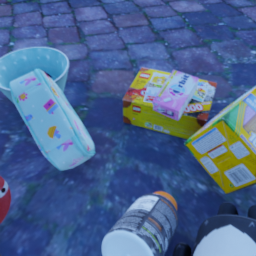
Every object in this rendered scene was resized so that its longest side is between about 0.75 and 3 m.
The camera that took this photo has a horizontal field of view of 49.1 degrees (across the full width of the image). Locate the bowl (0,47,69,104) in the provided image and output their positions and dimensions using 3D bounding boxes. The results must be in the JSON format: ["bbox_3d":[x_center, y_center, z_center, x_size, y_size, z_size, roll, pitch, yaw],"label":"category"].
[{"bbox_3d":[-3.151,-1.527,9.436,2.478,1.296,2.478,0,45,0],"label":"bowl"}]

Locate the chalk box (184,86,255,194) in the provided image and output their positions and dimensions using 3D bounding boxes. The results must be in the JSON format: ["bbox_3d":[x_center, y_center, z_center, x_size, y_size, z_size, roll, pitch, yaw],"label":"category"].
[{"bbox_3d":[3.083,0.052,6.961,2.677,1.666,1.657,-36,82,-31],"label":"chalk box"}]

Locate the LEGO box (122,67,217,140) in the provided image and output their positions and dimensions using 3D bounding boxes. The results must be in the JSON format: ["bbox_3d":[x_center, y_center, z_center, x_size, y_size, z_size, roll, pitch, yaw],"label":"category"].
[{"bbox_3d":[1.325,-0.809,8.953,2.544,0.982,1.895,15,48,14],"label":"LEGO box"}]

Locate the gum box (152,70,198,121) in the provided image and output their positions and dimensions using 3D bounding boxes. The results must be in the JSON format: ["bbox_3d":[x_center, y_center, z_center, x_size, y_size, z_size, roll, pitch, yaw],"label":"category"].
[{"bbox_3d":[1.331,-0.916,7.930,0.793,0.462,1.397,24,63,21],"label":"gum box"}]

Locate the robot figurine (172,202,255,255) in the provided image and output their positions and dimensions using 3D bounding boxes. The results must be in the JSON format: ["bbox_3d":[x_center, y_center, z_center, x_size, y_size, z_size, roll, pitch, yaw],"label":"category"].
[{"bbox_3d":[1.929,2.708,5.002,1.744,2.099,2.794,34,50,-3],"label":"robot figurine"}]

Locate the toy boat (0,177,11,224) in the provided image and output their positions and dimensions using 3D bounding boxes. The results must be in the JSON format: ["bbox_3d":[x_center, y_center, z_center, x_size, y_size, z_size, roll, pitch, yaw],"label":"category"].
[{"bbox_3d":[-3.268,2.120,5.255,1.919,1.916,2.936,5,43,23],"label":"toy boat"}]

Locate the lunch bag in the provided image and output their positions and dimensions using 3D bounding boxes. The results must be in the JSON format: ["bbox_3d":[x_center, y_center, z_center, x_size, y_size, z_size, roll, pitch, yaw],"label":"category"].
[{"bbox_3d":[-1.845,-0.212,7.224,0.996,2.072,2.583,-31,84,0],"label":"lunch bag"}]

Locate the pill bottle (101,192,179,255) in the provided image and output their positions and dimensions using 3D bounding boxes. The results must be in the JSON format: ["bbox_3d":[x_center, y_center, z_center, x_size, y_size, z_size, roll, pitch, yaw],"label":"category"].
[{"bbox_3d":[0.388,1.988,5.579,1.047,1.047,1.971,22,21,20],"label":"pill bottle"}]
